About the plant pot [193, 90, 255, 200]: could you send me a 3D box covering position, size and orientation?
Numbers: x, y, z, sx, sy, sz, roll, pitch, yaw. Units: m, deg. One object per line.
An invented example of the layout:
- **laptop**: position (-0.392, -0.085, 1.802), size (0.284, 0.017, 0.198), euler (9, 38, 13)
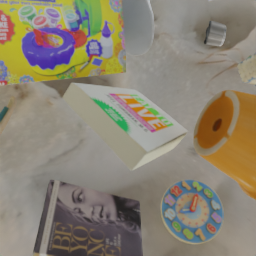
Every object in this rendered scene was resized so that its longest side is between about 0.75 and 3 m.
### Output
- **plant pot**: position (2.072, 0.206, 4.591), size (1.652, 1.804, 1.804), euler (22, 60, -14)

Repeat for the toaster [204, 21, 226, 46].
- **toaster**: position (2.894, -3.098, 9.308), size (0.595, 0.523, 0.921), euler (14, 61, 5)

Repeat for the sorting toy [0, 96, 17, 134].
- **sorting toy**: position (-2.199, 0.070, 4.658), size (0.194, 0.987, 1.066), euler (26, 61, -22)

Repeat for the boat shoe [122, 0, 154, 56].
- **boat shoe**: position (-0.155, -3.124, 6.184), size (1.046, 2.993, 0.991), euler (-15, 34, 22)

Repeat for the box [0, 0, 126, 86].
- **box**: position (-1.869, -1.718, 5.245), size (2.645, 1.614, 2.548), euler (-14, 17, -36)

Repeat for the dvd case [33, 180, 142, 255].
- **dvd case**: position (-0.558, 1.566, 4.566), size (1.693, 0.135, 1.259), euler (18, 40, -17)

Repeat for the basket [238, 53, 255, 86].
- **basket**: position (3.038, -1.344, 6.167), size (1.017, 0.897, 0.707), euler (-2, 76, -28)

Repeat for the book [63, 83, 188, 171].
- **book**: position (0.078, -0.134, 4.980), size (1.533, 2.295, 0.551), euler (44, 111, 14)

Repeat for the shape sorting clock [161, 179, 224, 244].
- **shape sorting clock**: position (1.497, 1.908, 6.520), size (1.475, 0.289, 1.475), euler (0, 60, 0)

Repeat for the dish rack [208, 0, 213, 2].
- **dish rack**: position (2.317, -3.266, 5.322), size (0.376, 1.726, 1.481), euler (46, 71, -17)
